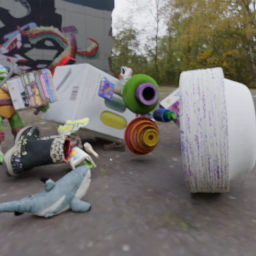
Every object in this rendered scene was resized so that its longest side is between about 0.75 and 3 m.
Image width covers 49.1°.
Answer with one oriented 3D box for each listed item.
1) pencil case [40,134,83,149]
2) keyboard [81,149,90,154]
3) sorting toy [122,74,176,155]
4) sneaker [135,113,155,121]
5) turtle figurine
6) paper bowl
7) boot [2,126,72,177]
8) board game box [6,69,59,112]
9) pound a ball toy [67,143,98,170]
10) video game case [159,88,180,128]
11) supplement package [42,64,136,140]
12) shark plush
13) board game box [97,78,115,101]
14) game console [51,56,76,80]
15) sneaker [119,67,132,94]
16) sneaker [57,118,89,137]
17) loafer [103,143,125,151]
[{"bbox_3d":[-2.272,0.556,9.437,1.428,0.555,0.639,-8,58,-33],"label":"pencil case"},{"bbox_3d":[-1.709,0.831,9.493,0.773,0.080,0.491,-5,12,-26],"label":"keyboard"},{"bbox_3d":[0.659,-0.386,8.379,1.496,2.489,1.022,0,4,-22],"label":"sorting toy"},{"bbox_3d":[0.684,-0.753,15.784,1.853,0.736,0.727,6,12,23],"label":"sneaker"},{"bbox_3d":[-3.392,-0.459,8.438,2.995,2.904,2.155,0,8,5],"label":"turtle figurine"},{"bbox_3d":[1.973,0.051,6.251,1.420,2.731,2.731,-4,10,15],"label":"paper bowl"},{"bbox_3d":[-2.282,0.484,7.667,1.606,0.767,2.126,-12,26,6],"label":"boot"},{"bbox_3d":[-2.927,-1.140,8.622,1.265,1.009,0.613,-15,7,-2],"label":"board game box"},{"bbox_3d":[-1.272,0.767,7.684,0.846,0.551,1.298,-36,20,-15],"label":"pound a ball toy"},{"bbox_3d":[2.622,-0.614,9.659,2.129,2.349,0.421,-38,-19,-14],"label":"video game case"},{"bbox_3d":[-1.308,-0.861,10.436,2.035,2.050,2.702,8,-9,46],"label":"supplement package"},{"bbox_3d":[-1.596,1.269,5.493,1.870,0.779,0.850,-6,13,-27],"label":"shark plush"},{"bbox_3d":[-0.658,-1.155,8.544,0.180,0.540,0.804,11,-2,16],"label":"board game box"},{"bbox_3d":[-2.946,-2.088,11.825,0.320,2.063,1.825,37,7,-4],"label":"game console"},{"bbox_3d":[-0.165,-1.613,9.694,0.368,1.047,0.489,2,-9,42],"label":"sneaker"},{"bbox_3d":[-1.519,-0.070,7.811,0.985,0.376,0.372,-31,7,-31],"label":"sneaker"},{"bbox_3d":[-0.483,0.639,9.898,0.811,0.288,0.296,2,11,10],"label":"loafer"}]
